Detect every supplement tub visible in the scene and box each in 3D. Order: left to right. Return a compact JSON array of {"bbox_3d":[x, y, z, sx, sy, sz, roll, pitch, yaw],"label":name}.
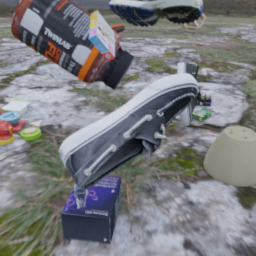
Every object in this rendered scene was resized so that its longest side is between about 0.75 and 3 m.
[{"bbox_3d":[-1.260,-2.115,6.922,2.834,1.516,1.516,32,27,-8],"label":"supplement tub"}]

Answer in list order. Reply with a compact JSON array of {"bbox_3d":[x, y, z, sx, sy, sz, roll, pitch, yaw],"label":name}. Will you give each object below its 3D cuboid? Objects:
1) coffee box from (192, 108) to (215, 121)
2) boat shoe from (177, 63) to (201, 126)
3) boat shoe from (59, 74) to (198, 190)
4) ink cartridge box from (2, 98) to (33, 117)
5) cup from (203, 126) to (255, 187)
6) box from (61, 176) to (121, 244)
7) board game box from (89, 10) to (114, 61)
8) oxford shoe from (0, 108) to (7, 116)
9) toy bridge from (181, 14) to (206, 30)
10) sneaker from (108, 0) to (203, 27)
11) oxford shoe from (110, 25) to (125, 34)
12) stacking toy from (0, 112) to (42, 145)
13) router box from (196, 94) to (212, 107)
[{"bbox_3d":[2.858,-0.517,10.628,0.832,0.183,0.512,-21,34,-35],"label":"coffee box"},{"bbox_3d":[1.414,-0.848,6.455,0.516,0.625,1.822,-2,55,12],"label":"boat shoe"},{"bbox_3d":[0.228,0.070,5.083,2.929,1.051,0.993,-30,60,-14],"label":"boat shoe"},{"bbox_3d":[-4.376,-0.821,11.113,0.838,0.276,1.151,6,28,11],"label":"ink cartridge box"},{"bbox_3d":[2.869,0.616,7.426,1.569,1.122,1.569,0,27,0],"label":"cup"},{"bbox_3d":[-0.710,1.643,5.898,0.987,0.696,1.334,4,27,6],"label":"box"},{"bbox_3d":[-0.510,-1.835,5.580,0.168,0.638,0.834,-21,49,23],"label":"board game box"},{"bbox_3d":[-4.679,-0.506,10.370,1.095,0.399,0.390,10,29,19],"label":"oxford shoe"},{"bbox_3d":[2.425,-3.780,10.191,1.210,0.407,0.165,-34,-1,-27],"label":"toy bridge"},{"bbox_3d":[0.754,-3.504,7.636,2.689,1.146,1.036,10,-9,24],"label":"sneaker"},{"bbox_3d":[-0.839,-3.771,11.689,1.795,0.651,0.639,-31,10,-17],"label":"oxford shoe"},{"bbox_3d":[-3.665,-0.136,9.367,1.434,0.669,1.584,-5,28,-9],"label":"stacking toy"},{"bbox_3d":[3.182,-1.187,11.875,0.661,0.226,0.887,6,28,12],"label":"router box"}]
